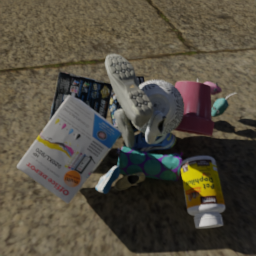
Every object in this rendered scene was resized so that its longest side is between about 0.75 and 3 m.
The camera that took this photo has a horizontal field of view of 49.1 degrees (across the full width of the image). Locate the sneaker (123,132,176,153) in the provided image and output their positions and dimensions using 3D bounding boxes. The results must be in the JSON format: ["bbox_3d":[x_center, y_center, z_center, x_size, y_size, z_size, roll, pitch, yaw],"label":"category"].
[{"bbox_3d":[0.648,0.467,10.871,2.311,0.950,0.854,-20,43,27],"label":"sneaker"}]

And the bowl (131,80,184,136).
[{"bbox_3d":[0.971,-0.702,9.627,2.028,2.028,0.952,4,2,5],"label":"bowl"}]

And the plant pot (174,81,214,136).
[{"bbox_3d":[2.418,-0.778,11.097,2.118,1.895,2.118,10,0,0],"label":"plant pot"}]

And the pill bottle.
[{"bbox_3d":[2.417,2.077,9.062,1.175,1.175,2.150,-3,65,-4],"label":"pill bottle"}]

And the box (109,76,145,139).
[{"bbox_3d":[0.018,-0.728,11.161,0.540,2.347,1.865,-6,77,-31],"label":"box"}]

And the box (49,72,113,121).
[{"bbox_3d":[-1.892,-0.647,10.923,2.126,2.675,0.615,10,7,-17],"label":"box"}]

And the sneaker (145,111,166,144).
[{"bbox_3d":[0.889,0.074,9.014,0.465,1.273,0.451,-18,45,-32],"label":"sneaker"}]

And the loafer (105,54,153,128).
[{"bbox_3d":[-0.087,-1.241,9.092,0.955,0.953,2.732,-12,62,-23],"label":"loafer"}]

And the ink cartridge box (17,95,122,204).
[{"bbox_3d":[-1.765,0.639,9.103,1.973,1.939,2.680,37,91,-2],"label":"ink cartridge box"}]

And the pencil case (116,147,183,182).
[{"bbox_3d":[0.769,1.299,10.370,2.383,1.014,1.101,8,65,8],"label":"pencil case"}]

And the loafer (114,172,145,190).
[{"bbox_3d":[0.002,1.860,9.866,1.195,0.408,0.452,-27,72,15],"label":"loafer"}]

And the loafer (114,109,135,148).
[{"bbox_3d":[-0.145,0.037,10.431,0.518,1.484,0.519,-13,2,33],"label":"loafer"}]

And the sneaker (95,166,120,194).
[{"bbox_3d":[-0.529,1.326,7.358,0.341,0.323,0.843,5,44,41],"label":"sneaker"}]

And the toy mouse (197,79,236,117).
[{"bbox_3d":[3.740,-1.340,12.370,2.091,0.455,2.353,-11,65,15],"label":"toy mouse"}]
